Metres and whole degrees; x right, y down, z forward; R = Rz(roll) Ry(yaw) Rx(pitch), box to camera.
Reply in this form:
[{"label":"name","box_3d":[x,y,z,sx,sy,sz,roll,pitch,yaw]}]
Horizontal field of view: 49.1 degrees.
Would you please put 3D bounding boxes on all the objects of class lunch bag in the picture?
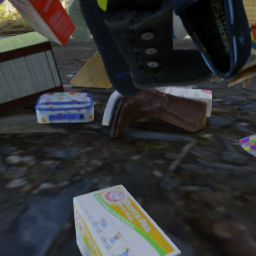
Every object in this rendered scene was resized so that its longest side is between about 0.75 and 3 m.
[{"label":"lunch bag","box_3d":[-1.883,-0.622,8.649,1.792,0.677,1.436,-4,24,-6]}]

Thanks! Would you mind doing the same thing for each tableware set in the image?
[{"label":"tableware set","box_3d":[2.742,-1.189,4.956,1.493,0.453,2.259,-23,-1,-41]}]

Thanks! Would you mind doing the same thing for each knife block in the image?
[{"label":"knife block","box_3d":[-1.273,-2.882,12.129,2.505,2.199,0.802,5,22,13]}]

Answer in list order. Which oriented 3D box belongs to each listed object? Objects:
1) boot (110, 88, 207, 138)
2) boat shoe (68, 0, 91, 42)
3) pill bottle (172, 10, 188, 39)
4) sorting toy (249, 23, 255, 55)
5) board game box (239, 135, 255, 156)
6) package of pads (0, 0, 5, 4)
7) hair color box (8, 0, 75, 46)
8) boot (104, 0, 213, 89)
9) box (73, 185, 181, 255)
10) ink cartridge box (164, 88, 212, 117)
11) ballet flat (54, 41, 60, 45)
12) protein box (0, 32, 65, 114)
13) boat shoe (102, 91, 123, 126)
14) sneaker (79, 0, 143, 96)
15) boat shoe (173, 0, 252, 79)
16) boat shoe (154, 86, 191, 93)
[{"label":"boot","box_3d":[0.943,-0.246,7.651,2.420,0.777,2.255,23,57,5]},{"label":"boat shoe","box_3d":[-1.427,-3.867,9.371,1.061,0.885,2.844,18,-11,-12]},{"label":"pill bottle","box_3d":[0.822,-2.643,6.368,2.059,1.171,1.171,12,25,24]},{"label":"sorting toy","box_3d":[3.339,-2.188,6.947,1.050,0.365,1.043,25,50,-11]},{"label":"board game box","box_3d":[3.764,0.280,6.778,2.005,0.390,1.584,-13,26,-30]},{"label":"package of pads","box_3d":[-2.541,-2.696,4.912,1.761,0.666,1.061,-31,-1,21]},{"label":"hair color box","box_3d":[-2.111,-2.850,6.505,1.080,0.652,2.128,31,-4,11]},{"label":"boot","box_3d":[0.616,-1.298,4.213,1.550,1.880,0.617,-13,65,8]},{"label":"box","box_3d":[-0.100,1.434,3.397,0.723,0.803,1.427,-10,23,-25]},{"label":"ink cartridge box","box_3d":[1.967,-0.878,9.285,1.521,0.629,1.114,6,23,14]},{"label":"ballet flat","box_3d":[-2.163,-3.115,8.152,0.474,1.408,0.448,-24,-3,-41]},{"label":"protein box","box_3d":[-3.994,-1.955,9.599,2.702,1.823,2.682,-21,31,-18]},{"label":"boat shoe","box_3d":[-0.211,-0.608,8.490,0.730,0.789,2.136,19,23,3]},{"label":"sneaker","box_3d":[-0.215,-2.148,5.851,0.968,2.936,1.151,-9,28,17]},{"label":"boat shoe","box_3d":[1.082,-1.891,3.868,1.082,2.571,0.883,-24,19,44]},{"label":"boat shoe","box_3d":[1.267,-1.536,10.430,2.305,0.983,0.852,-2,22,-5]}]
